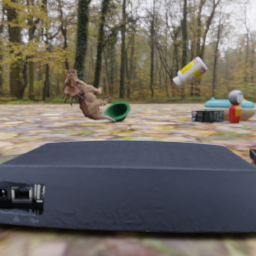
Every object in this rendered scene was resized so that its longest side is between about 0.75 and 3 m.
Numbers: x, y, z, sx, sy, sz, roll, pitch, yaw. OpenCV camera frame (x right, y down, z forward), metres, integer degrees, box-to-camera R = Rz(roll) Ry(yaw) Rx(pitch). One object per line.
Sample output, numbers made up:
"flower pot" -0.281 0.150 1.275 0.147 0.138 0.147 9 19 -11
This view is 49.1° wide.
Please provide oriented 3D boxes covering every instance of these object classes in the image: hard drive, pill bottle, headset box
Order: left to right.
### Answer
"hard drive" 0.010 0.467 2.790 2.393 0.506 1.614 0 6 5
"pill bottle" 2.293 -2.006 10.432 1.202 0.627 0.627 -37 -5 17
"headset box" 3.475 -0.518 12.155 1.099 0.510 0.957 -4 7 -38

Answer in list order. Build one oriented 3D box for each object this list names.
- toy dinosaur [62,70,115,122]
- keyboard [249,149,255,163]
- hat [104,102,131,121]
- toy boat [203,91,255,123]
"toy dinosaur" -1.507 -0.936 10.114 0.998 2.325 1.576 -28 8 32
"keyboard" 2.741 0.484 4.245 1.625 0.208 0.976 2 13 9
"hat" -0.327 -0.356 12.534 1.185 1.260 1.431 8 45 26
"toy boat" 4.605 -0.960 12.510 2.376 1.314 2.827 2 6 11
